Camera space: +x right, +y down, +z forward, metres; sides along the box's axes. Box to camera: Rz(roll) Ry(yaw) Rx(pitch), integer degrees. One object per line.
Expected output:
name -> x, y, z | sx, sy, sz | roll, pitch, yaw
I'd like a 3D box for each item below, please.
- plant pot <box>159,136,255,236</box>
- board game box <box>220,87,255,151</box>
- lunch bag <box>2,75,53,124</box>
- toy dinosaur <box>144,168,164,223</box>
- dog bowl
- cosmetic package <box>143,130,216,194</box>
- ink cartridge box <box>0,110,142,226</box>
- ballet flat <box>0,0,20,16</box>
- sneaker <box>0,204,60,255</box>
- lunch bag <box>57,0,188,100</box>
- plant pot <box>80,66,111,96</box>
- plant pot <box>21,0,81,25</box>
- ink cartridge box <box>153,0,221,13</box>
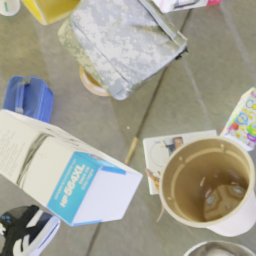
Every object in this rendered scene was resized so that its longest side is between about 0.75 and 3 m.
plant pot -> 1.773, 1.320, 5.574 | 1.774, 1.624, 1.774 | -22, 45, 25
board game box -> 3.450, -0.206, 8.105 | 0.822, 0.837, 1.597 | 32, 79, 7
lunch bag -> -2.874, -0.728, 8.082 | 1.122, 1.093, 1.652 | 5, 79, 1
toy dinosaur -> 0.748, 1.391, 6.359 | 0.382, 0.672, 1.266 | 9, 41, -28
dog bowl -> 2.354, 4.163, 7.215 | 2.522, 0.739, 2.522 | 0, 78, 0
cosmetic package -> 1.568, 0.979, 8.015 | 2.082, 0.538, 1.570 | -8, 81, -2
ink cartridge box -> -1.274, 0.732, 5.477 | 2.533, 1.849, 1.068 | 26, 89, 26
ballet flat -> -3.996, -5.058, 9.091 | 0.974, 0.974, 2.806 | -9, 78, -2
sneaker -> -1.770, 1.749, 4.174 | 0.836, 1.495, 0.546 | 24, 117, 11
lunch bag -> -0.049, -1.861, 5.664 | 2.148, 1.801, 1.496 | 48, 52, -10
plant pot -> -0.675, -1.854, 8.772 | 1.727, 0.237, 1.727 | 0, 77, 0
plant pot -> -1.376, -3.747, 6.177 | 2.535, 2.695, 2.695 | -39, 81, -9
ink cartridge box -> 1.854, -4.561, 8.586 | 2.350, 1.734, 1.006 | -12, 77, -2
